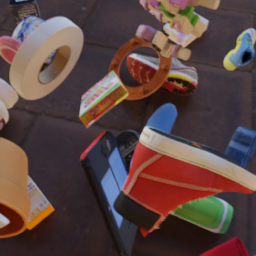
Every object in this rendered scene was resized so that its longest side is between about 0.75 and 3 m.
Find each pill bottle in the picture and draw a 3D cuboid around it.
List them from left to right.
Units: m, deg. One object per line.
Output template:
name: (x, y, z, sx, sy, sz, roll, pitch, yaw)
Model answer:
pill bottle: (-4.877, -0.233, 8.768, 1.654, 1.654, 2.946, 24, 63, 13)

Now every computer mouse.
computer mouse: (0.246, 1.214, 8.287, 1.809, 0.689, 2.613, -35, 48, 18)

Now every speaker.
speaker: (1.742, 2.142, 7.824, 2.104, 0.931, 0.931, 21, 62, 11)

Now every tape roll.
tape roll: (-1.928, -1.629, 6.814, 0.395, 2.164, 2.164, 38, 66, 5)

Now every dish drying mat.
dish drying mat: (1.808, 3.355, 6.218, 0.238, 2.611, 1.003, -2, 54, -30)

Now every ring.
ring: (0.333, -2.219, 10.006, 2.550, 0.245, 2.550, -10, 68, 27)

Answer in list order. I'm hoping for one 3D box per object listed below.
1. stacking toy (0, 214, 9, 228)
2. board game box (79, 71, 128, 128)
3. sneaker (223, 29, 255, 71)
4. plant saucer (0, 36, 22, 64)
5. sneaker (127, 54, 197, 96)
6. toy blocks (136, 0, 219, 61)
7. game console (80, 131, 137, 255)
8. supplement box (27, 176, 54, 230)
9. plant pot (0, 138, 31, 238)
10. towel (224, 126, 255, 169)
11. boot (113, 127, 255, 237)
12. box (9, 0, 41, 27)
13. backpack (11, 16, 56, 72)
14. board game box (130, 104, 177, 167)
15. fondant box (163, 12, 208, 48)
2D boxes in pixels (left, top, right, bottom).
stacking toy: (-2.303, 1.272, 4.048, 1.422, 0.601, 1.288, 44, 101, 5)
board game box: (-0.642, -0.778, 6.819, 1.154, 0.362, 2.416, -38, 22, 6)
sneaker: (3.317, -2.180, 7.773, 0.545, 0.756, 1.440, 38, 82, -24)
plant saucer: (-3.116, -2.019, 7.678, 1.034, 1.034, 0.262, 18, 61, 10)
sneaker: (1.234, -2.077, 10.297, 2.695, 1.049, 1.107, 21, 57, 1)
toy blocks: (0.937, -3.249, 7.768, 1.966, 2.183, 2.336, 32, 99, 29)
game console: (-0.272, 1.285, 5.983, 0.350, 1.997, 2.258, -19, 100, 9)
supplement box: (-2.906, 2.085, 8.074, 0.860, 0.502, 1.365, -39, 66, -21)
plant pot: (-2.660, 1.016, 5.090, 1.890, 1.890, 1.323, -1, 49, 0)
towel: (2.851, 0.569, 7.155, 0.657, 0.285, 1.176, 27, 95, 42)
boot: (1.009, 1.147, 4.846, 2.417, 0.875, 1.743, 19, 99, -20)
box: (-4.184, -4.727, 11.538, 0.998, 1.345, 0.720, -13, 61, -8)
backpack: (-2.687, -2.560, 8.146, 1.065, 1.383, 1.317, -19, 54, 33)
board game box: (0.723, 0.433, 6.907, 0.408, 1.656, 2.096, 26, 81, -15)
fondant box: (2.410, -4.200, 11.748, 1.145, 0.462, 1.587, 40, 69, 20)
